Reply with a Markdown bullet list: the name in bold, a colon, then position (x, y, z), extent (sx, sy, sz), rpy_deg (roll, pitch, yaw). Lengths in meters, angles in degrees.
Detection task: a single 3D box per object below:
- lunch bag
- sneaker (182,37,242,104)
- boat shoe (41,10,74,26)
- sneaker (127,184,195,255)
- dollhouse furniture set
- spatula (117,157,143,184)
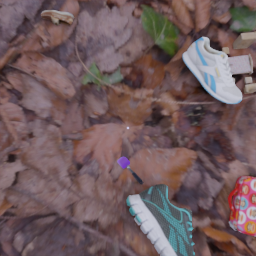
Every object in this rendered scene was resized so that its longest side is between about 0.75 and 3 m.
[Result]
- **lunch bag**: position (3.078, 1.921, 6.904), extent (1.239, 0.576, 1.407), rpy_deg (13, 83, 2)
- **sneaker**: position (2.233, -1.418, 7.068), extent (1.906, 0.770, 0.729), rpy_deg (50, 43, 7)
- **boat shoe**: position (-1.939, -2.977, 7.618), extent (0.883, 0.334, 0.317), rpy_deg (5, 85, 2)
- **sneaker**: position (1.120, 2.427, 6.464), extent (1.211, 1.030, 2.655), rpy_deg (-32, 71, -13)
- **dollhouse furniture set**: position (2.963, -1.650, 7.302), extent (0.743, 0.634, 1.433), rpy_deg (-5, 84, -1)
- **spatula**: position (0.087, 1.114, 7.248), extent (0.247, 0.090, 0.876), rpy_deg (-41, 85, -4)
